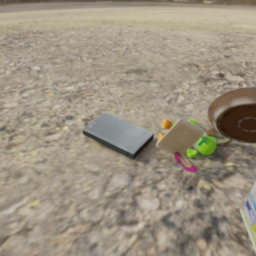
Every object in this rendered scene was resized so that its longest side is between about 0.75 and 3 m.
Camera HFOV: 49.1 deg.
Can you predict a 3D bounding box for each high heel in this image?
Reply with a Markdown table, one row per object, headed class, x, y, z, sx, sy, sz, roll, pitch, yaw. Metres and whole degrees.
| class | x | y | z | sx | sy | sz | roll | pitch | yaw |
| --- | --- | --- | --- | --- | --- | --- | --- | --- | --- |
| high heel | 1.874 | 1.111 | 9.142 | 0.889 | 0.427 | 0.300 | 26 | 48 | 34 |

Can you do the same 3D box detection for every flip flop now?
| class | x | y | z | sx | sy | sz | roll | pitch | yaw |
| --- | --- | --- | --- | --- | --- | --- | --- | --- | --- |
| flip flop | 3.383 | 0.157 | 11.334 | 0.703 | 0.499 | 1.735 | -18 | 37 | -28 |

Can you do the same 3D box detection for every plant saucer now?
| class | x | y | z | sx | sy | sz | roll | pitch | yaw |
| --- | --- | --- | --- | --- | --- | --- | --- | --- | --- |
| plant saucer | 4.190 | -0.248 | 9.565 | 2.900 | 2.900 | 0.465 | 8 | 57 | 13 |

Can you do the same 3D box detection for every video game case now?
| class | x | y | z | sx | sy | sz | roll | pitch | yaw |
| --- | --- | --- | --- | --- | --- | --- | --- | --- | --- |
| video game case | 3.251 | 2.158 | 6.767 | 0.170 | 1.407 | 1.545 | 7 | 34 | -4 |

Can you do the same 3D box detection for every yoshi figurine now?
| class | x | y | z | sx | sy | sz | roll | pitch | yaw |
| --- | --- | --- | --- | --- | --- | --- | --- | --- | --- |
| yoshi figurine | 2.287 | 0.415 | 10.262 | 2.199 | 1.236 | 1.231 | 14 | 53 | -2 |

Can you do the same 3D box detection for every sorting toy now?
| class | x | y | z | sx | sy | sz | roll | pitch | yaw |
| --- | --- | --- | --- | --- | --- | --- | --- | --- | --- |
| sorting toy | 1.931 | 0.408 | 9.343 | 1.718 | 1.270 | 0.253 | 22 | 30 | -28 |

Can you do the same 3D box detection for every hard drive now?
| class | x | y | z | sx | sy | sz | roll | pitch | yaw |
| --- | --- | --- | --- | --- | --- | --- | --- | --- | --- |
| hard drive | -0.385 | 0.245 | 11.004 | 2.339 | 0.385 | 1.633 | 24 | 37 | 22 |

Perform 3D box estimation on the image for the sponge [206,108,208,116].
| class | x | y | z | sx | sy | sz | roll | pitch | yaw |
| --- | --- | --- | --- | --- | --- | --- | --- | --- | --- |
| sponge | 5.230 | -0.651 | 12.657 | 2.912 | 0.434 | 1.625 | -11 | 31 | -20 |
